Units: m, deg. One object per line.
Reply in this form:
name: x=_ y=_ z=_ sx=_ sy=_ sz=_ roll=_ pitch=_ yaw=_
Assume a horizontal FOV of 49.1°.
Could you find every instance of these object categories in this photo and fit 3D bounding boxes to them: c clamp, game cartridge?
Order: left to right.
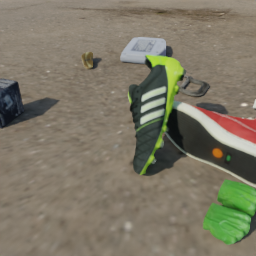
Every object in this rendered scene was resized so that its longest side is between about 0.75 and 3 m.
game cartridge: x=0.800 y=-3.427 z=12.374 sx=1.711 sy=0.534 sz=2.569 roll=11 pitch=35 yaw=9
c clamp: x=2.119 y=-1.464 z=9.662 sx=1.262 sy=0.200 sz=1.477 roll=17 pitch=35 yaw=16

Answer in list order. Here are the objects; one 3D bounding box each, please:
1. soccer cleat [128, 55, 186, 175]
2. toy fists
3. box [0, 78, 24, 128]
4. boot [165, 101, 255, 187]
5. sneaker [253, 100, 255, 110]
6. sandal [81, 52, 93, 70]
soccer cleat: x=0.428 y=-0.334 z=6.160 sx=1.084 sy=0.903 sz=2.674 roll=17 pitch=79 yaw=6
toy fists: x=1.864 y=1.468 z=4.933 sx=0.674 sy=0.455 sz=1.322 roll=14 pitch=37 yaw=33
box: x=-3.483 y=-0.687 z=7.701 sx=0.591 sy=0.990 sz=1.007 roll=13 pitch=36 yaw=16
boot: x=2.385 y=-0.019 z=6.704 sx=2.931 sy=1.061 sz=2.115 roll=31 pitch=43 yaw=27
sneaker: x=4.543 y=-0.594 z=6.867 sx=2.700 sy=1.143 sz=0.983 roll=17 pitch=7 yaw=-9
sandal: x=-1.637 y=-2.716 z=11.462 sx=0.480 sy=0.323 sz=1.195 roll=-9 pitch=49 yaw=-4
